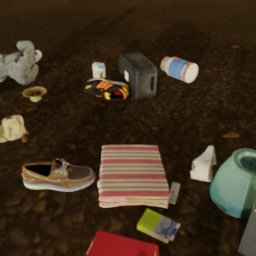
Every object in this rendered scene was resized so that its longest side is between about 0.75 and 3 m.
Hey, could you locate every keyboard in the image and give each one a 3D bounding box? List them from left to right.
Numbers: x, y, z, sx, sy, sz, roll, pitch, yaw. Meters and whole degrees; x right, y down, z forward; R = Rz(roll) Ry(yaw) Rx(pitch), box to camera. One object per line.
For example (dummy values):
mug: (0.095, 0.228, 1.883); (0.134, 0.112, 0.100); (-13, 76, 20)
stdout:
keyboard: (1.506, 2.142, 9.241); (0.253, 0.048, 0.899); (7, 36, 18)

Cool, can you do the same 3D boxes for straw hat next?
straw hat: (-4.631, -1.580, 13.963); (1.151, 0.487, 1.151); (1, 35, -1)

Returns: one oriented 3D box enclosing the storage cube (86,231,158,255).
storage cube: (-0.195, 3.401, 6.205); (1.481, 1.648, 1.408); (6, 37, 19)

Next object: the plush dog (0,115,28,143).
plush dog: (-4.875, 0.198, 11.297); (1.254, 1.172, 1.461); (-20, 10, -4)

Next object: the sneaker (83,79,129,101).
sneaker: (-1.174, -1.853, 14.038); (2.377, 0.831, 1.070); (6, 33, 5)

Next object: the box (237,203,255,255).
box: (3.566, 2.407, 7.313); (0.724, 1.837, 1.296); (23, 42, 30)

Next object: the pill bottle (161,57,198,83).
pill bottle: (2.845, -3.367, 15.896); (1.958, 1.099, 1.099); (30, 46, 34)

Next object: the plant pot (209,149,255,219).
plant pot: (3.529, 1.569, 8.573); (1.714, 1.610, 1.714); (2, 39, -2)

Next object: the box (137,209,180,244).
box: (0.878, 2.839, 8.085); (1.081, 0.258, 0.659); (18, 40, 23)

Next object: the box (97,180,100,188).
box: (-0.390, 2.042, 9.172); (1.362, 0.282, 0.263); (19, 40, 25)

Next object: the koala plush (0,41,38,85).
koala plush: (-6.428, -3.387, 15.195); (2.412, 2.139, 2.216); (3, 47, -3)

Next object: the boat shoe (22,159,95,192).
boat shoe: (-2.327, 1.540, 9.325); (2.426, 0.878, 0.876); (-4, 39, -4)

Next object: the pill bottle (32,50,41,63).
pill bottle: (-6.058, -4.482, 17.791); (0.676, 0.676, 1.214); (12, 38, 16)

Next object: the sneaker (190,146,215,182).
sneaker: (2.693, 1.209, 10.017); (0.748, 0.656, 1.866); (-4, 25, 28)

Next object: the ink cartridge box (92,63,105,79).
ink cartridge box: (-1.663, -3.243, 15.953); (0.611, 0.846, 0.358); (9, 41, 13)

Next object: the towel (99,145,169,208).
towel: (0.124, 1.550, 9.634); (2.192, 0.448, 2.995); (2, 31, -4)

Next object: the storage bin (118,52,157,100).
storage bin: (0.426, -2.744, 14.564); (1.146, 1.652, 2.444); (-14, 38, -18)
